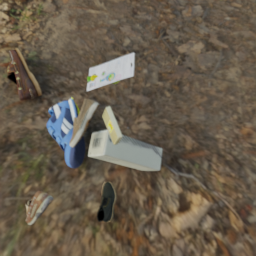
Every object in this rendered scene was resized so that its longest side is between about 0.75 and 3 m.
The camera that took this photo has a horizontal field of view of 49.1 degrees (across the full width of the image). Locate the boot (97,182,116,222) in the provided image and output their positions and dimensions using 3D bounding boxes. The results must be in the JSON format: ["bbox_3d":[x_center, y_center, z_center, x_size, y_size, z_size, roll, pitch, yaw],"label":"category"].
[{"bbox_3d":[-0.625,2.044,7.772,0.434,0.775,1.120,-9,73,12],"label":"boot"}]

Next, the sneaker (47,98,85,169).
[{"bbox_3d":[-2.038,0.213,9.138,1.068,0.960,2.597,-13,54,-1],"label":"sneaker"}]

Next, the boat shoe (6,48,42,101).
[{"bbox_3d":[-4.140,-2.057,10.593,0.876,0.876,2.490,-24,60,-18],"label":"boat shoe"}]

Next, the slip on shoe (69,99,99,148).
[{"bbox_3d":[-1.248,-0.139,7.332,0.404,0.507,1.333,28,88,-2],"label":"slip on shoe"}]

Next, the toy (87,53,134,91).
[{"bbox_3d":[-0.522,-1.731,9.148,1.726,0.408,0.994,-11,57,22],"label":"toy"}]

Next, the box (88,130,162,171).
[{"bbox_3d":[-0.037,0.703,8.063,2.081,0.855,0.711,20,71,-37],"label":"box"}]

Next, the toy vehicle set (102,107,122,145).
[{"bbox_3d":[-0.369,-0.041,6.370,0.102,0.478,0.769,-17,74,-22],"label":"toy vehicle set"}]

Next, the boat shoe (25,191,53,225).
[{"bbox_3d":[-2.355,2.013,7.158,0.476,1.325,0.502,40,33,0],"label":"boat shoe"}]
